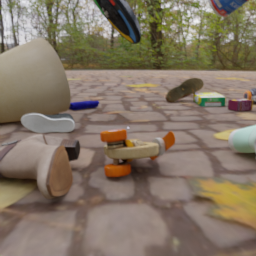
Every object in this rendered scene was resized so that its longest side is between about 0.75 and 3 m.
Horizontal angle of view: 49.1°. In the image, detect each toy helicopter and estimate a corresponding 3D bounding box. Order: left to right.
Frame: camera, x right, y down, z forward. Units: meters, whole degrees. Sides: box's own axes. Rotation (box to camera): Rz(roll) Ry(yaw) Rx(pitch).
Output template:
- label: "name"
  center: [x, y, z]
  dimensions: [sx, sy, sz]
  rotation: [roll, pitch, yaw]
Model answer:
- label: "toy helicopter"
  center: [0.174, 0.359, 5.522]
  dimensions: [1.298, 0.774, 1.963]
  rotation: [-7, 2, -2]

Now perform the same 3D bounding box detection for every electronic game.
- label: "electronic game"
  center: [-0.518, -3.987, 9.566]
  dimensions: [0.567, 2.726, 2.726]
  rotation: [-41, 18, 1]

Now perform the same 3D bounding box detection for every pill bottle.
- label: "pill bottle"
  center: [3.263, -4.110, 8.190]
  dimensions: [0.946, 0.946, 1.685]
  rotation: [-10, -10, -36]
- label: "pill bottle"
  center: [5.884, -1.413, 12.509]
  dimensions: [1.335, 0.709, 0.709]
  rotation: [-3, 14, -5]

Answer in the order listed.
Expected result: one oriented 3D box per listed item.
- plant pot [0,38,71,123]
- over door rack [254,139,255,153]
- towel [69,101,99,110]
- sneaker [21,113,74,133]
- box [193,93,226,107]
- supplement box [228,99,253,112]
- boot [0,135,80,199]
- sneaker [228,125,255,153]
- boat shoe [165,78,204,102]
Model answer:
- label: "plant pot"
  center: [-3.731, -1.240, 8.984]
  dimensions: [2.789, 2.612, 2.612]
  rotation: [-27, 26, -29]
- label: "over door rack"
  center: [3.574, 0.505, 4.137]
  dimensions: [2.012, 0.907, 2.723]
  rotation: [-3, 2, -13]
- label: "towel"
  center: [-1.887, -0.918, 11.486]
  dimensions: [1.198, 0.297, 0.885]
  rotation: [-10, 10, -33]
- label: "sneaker"
  center: [-2.240, -0.168, 8.034]
  dimensions: [1.481, 0.524, 0.734]
  rotation: [5, 12, -4]
- label: "box"
  center: [3.610, -1.326, 12.727]
  dimensions: [1.094, 0.451, 1.865]
  rotation: [-1, 16, 3]
- label: "supplement box"
  center: [4.444, -0.910, 11.093]
  dimensions: [0.805, 0.415, 0.527]
  rotation: [-6, 15, -24]
- label: "boot"
  center: [-1.679, 0.625, 4.658]
  dimensions: [1.505, 0.723, 2.058]
  rotation: [-6, 13, 3]
- label: "sneaker"
  center: [3.294, 0.169, 5.829]
  dimensions: [2.017, 0.742, 1.189]
  rotation: [-14, 5, -16]
- label: "boat shoe"
  center: [2.609, -1.780, 13.202]
  dimensions: [1.969, 0.709, 0.665]
  rotation: [-26, -2, -11]
